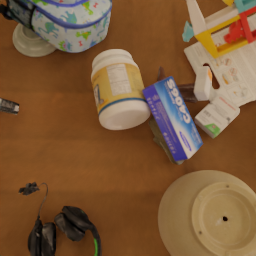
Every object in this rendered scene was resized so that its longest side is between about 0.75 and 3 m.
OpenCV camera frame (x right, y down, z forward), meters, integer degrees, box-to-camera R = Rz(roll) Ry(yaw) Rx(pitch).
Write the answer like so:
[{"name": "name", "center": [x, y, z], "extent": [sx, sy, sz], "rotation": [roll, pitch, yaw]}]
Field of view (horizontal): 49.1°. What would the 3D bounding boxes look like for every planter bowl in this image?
[{"name": "planter bowl", "center": [1.814, 1.886, 5.724], "extent": [2.258, 1.520, 2.258], "rotation": [0, 71, 0]}]

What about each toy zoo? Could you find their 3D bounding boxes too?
[{"name": "toy zoo", "center": [2.632, -2.763, 6.474], "extent": [2.920, 1.916, 0.299], "rotation": [-22, 45, 24]}]

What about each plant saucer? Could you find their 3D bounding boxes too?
[{"name": "plant saucer", "center": [-2.609, -2.719, 7.980], "extent": [1.440, 0.361, 1.440], "rotation": [0, 71, 0]}]

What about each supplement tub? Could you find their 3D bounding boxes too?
[{"name": "supplement tub", "center": [-0.227, -0.923, 6.851], "extent": [1.220, 1.220, 1.687], "rotation": [-12, 68, -4]}]

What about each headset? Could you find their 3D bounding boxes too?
[{"name": "headset", "center": [-1.490, 2.180, 5.839], "extent": [1.436, 1.093, 2.326], "rotation": [-29, 84, -11]}]

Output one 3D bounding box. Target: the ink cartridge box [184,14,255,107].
[{"name": "ink cartridge box", "center": [3.239, -1.743, 7.620], "extent": [2.735, 0.686, 2.218], "rotation": [-25, 74, 10]}]

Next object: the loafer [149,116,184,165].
[{"name": "loafer", "center": [0.936, 0.267, 6.882], "extent": [0.524, 0.486, 1.395], "rotation": [-15, 79, -47]}]

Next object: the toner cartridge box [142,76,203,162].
[{"name": "toner cartridge box", "center": [1.055, -0.229, 6.488], "extent": [0.862, 0.392, 1.815], "rotation": [-32, 98, -46]}]

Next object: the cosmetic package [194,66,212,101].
[{"name": "cosmetic package", "center": [1.831, -1.083, 6.829], "extent": [0.270, 0.384, 0.757], "rotation": [-1, 61, 32]}]

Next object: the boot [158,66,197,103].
[{"name": "boot", "center": [1.293, -1.119, 7.173], "extent": [1.057, 0.340, 0.986], "rotation": [-2, 91, 6]}]

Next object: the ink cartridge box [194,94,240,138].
[{"name": "ink cartridge box", "center": [2.212, -0.294, 6.978], "extent": [0.902, 0.379, 0.658], "rotation": [-42, 68, -4]}]

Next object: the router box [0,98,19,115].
[{"name": "router box", "center": [-3.269, -0.609, 6.777], "extent": [0.975, 0.730, 0.303], "rotation": [13, 88, 22]}]

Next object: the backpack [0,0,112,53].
[{"name": "backpack", "center": [-1.671, -3.271, 7.200], "extent": [2.431, 1.787, 2.225], "rotation": [39, 55, 6]}]
